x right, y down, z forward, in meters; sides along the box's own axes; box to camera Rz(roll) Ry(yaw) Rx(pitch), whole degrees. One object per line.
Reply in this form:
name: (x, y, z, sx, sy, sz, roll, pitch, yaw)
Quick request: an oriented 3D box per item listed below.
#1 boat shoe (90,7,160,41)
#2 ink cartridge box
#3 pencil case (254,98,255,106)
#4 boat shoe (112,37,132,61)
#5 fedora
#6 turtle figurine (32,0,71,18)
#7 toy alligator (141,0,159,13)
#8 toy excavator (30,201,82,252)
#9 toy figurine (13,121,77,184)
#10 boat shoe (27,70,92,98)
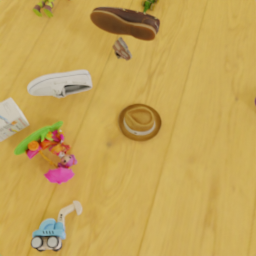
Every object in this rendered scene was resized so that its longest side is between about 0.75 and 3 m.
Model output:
boat shoe: (-0.092, -4.060, 10.647, 2.636, 0.928, 0.927, 19, 63, 3)
ink cartridge box: (-4.764, -0.298, 10.840, 1.334, 0.982, 0.965, -32, 71, -12)
pencil case: (6.362, -1.401, 11.213, 2.454, 1.134, 1.044, -29, 78, -10)
boat shoe: (-0.294, -3.154, 11.553, 0.601, 1.673, 0.634, -36, 75, 4)
fedora: (0.455, -0.332, 10.997, 1.782, 0.727, 1.782, 0, 67, 1)
turtle figurine: (-3.615, -6.228, 13.371, 2.478, 0.798, 1.998, 14, 68, 6)
toy alligator: (1.221, -6.394, 13.616, 0.652, 0.473, 1.968, 26, 70, 9)
toy excavator: (-2.410, 3.308, 9.545, 1.562, 0.802, 1.606, 0, 59, -1)
toy figurine: (-2.665, 1.057, 10.307, 1.991, 1.624, 2.163, 50, 51, 4)
boat shoe: (-2.765, -1.675, 11.424, 2.607, 0.959, 0.852, -17, 65, -6)
